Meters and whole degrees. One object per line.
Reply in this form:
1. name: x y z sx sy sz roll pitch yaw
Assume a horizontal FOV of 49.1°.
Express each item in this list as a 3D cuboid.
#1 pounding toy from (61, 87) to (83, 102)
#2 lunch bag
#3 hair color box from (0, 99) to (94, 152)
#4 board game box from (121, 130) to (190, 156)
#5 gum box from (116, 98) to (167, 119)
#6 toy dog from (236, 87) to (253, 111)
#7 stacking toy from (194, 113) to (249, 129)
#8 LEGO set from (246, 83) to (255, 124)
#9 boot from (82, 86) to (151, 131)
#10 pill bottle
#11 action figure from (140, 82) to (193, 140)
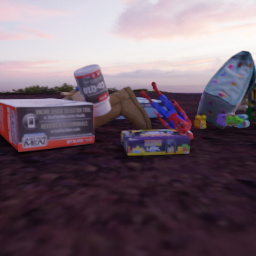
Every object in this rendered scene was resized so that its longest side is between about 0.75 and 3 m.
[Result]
1. pounding toy: -1.756 -1.039 9.725 1.355 0.963 1.247 -39 18 -29
2. lunch bag: 2.492 -0.983 6.975 0.969 1.589 1.353 30 -20 16
3. hair color box: -1.886 -0.179 5.967 1.422 0.820 2.564 -5 9 -31
4. board game box: 0.441 0.236 4.938 1.047 0.297 0.865 -1 8 -8
5. gum box: -0.087 -0.785 10.682 2.236 0.586 2.631 -3 9 -18
6. toy dog: 3.540 -1.163 9.236 0.979 1.361 1.403 -25 0 -43
7. stacking toy: 2.104 -0.124 5.668 0.958 0.298 1.270 -6 5 -26
8. LEGO set: 3.642 -0.603 7.268 0.744 1.284 0.987 17 -30 -17
9. boot: -0.443 -0.202 6.657 1.610 1.410 0.533 -22 -29 -16
10. pill bottle: -0.738 -0.793 5.996 0.576 1.012 0.576 -14 26 7
11. action figure: 0.849 -0.331 5.943 0.523 1.598 0.413 -37 -29 0
